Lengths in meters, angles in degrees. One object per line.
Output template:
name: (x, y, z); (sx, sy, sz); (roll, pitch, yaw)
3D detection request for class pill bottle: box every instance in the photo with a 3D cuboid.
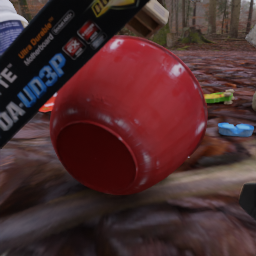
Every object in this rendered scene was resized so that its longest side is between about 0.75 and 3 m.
pill bottle: (-1.778, -1.245, 4.314); (0.755, 1.360, 0.755); (-27, -5, -2)

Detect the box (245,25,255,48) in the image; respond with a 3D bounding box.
box: (4.005, -2.514, 7.968); (0.872, 0.725, 2.122); (42, 27, 13)

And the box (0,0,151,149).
box: (-0.588, -0.814, 2.398); (1.907, 0.439, 1.516); (-40, 27, 17)

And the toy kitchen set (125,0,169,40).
toy kitchen set: (0.081, -3.110, 7.489); (2.467, 2.735, 2.231); (31, -36, -25)

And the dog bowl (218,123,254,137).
dog bowl: (2.522, 0.046, 6.583); (0.788, 0.195, 0.439); (3, 18, 12)

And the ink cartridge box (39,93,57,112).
ink cartridge box: (-2.960, -1.127, 9.612); (2.323, 0.663, 1.888); (7, 19, 33)

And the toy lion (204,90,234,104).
toy lion: (3.101, -1.065, 9.818); (1.058, 0.379, 1.103); (0, 16, 27)

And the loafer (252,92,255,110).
loafer: (3.960, -0.724, 8.033); (0.767, 0.850, 2.247); (10, 11, 31)

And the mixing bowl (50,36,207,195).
mixing bowl: (-0.182, 0.051, 3.838); (2.301, 2.301, 1.246); (7, 35, 21)

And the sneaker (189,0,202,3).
sneaker: (2.309, -4.009, 7.944); (0.451, 1.204, 0.522); (34, 10, -46)

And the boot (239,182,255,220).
boot: (2.154, 0.933, 3.509); (1.448, 0.561, 1.002); (21, 19, 17)
